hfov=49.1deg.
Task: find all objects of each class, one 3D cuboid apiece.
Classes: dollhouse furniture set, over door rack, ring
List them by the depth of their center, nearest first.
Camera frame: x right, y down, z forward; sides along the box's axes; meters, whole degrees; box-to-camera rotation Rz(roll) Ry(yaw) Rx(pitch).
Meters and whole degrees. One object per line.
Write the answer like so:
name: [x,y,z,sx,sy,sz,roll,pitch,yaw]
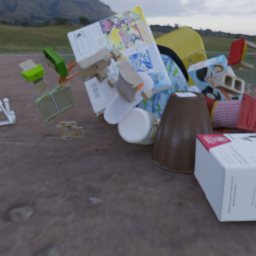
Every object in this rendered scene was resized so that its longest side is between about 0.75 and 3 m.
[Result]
dollhouse furniture set: [-0.416,-0.996,7.234,0.917,1.877,1.601,-32,-13,-18]
dollhouse furniture set: [3.117,-1.252,7.783,1.166,2.866,1.542,16,-7,-25]
dollhouse furniture set: [-2.488,-1.281,8.691,1.237,1.889,0.948,-33,52,-21]
over door rack: [-5.707,-0.655,10.790,1.992,0.898,2.696,-12,23,-33]
ring: [-2.263,-2.847,12.667,2.420,0.232,2.420,-41,3,3]

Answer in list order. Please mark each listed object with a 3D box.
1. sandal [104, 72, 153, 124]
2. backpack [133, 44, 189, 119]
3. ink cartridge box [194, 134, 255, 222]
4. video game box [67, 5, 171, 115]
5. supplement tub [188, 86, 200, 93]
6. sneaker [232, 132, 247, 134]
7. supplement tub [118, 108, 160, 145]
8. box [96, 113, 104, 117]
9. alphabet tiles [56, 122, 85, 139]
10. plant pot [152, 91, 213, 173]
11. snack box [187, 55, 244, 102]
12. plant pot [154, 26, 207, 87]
sandal: [-0.064,-0.834,7.831,1.839,0.705,0.527,-47,7,-17]
backpack: [1.103,-1.175,9.812,2.587,2.110,1.989,-49,50,-7]
ink cartridge box: [2.973,0.898,5.859,2.716,1.125,1.993,-1,17,-1]
video game box: [-0.281,-2.054,8.572,2.417,2.653,0.621,-20,-6,6]
supplement tub: [2.736,-1.430,12.954,1.387,0.915,0.915,-13,23,-33]
sneaker: [4.149,-0.040,9.693,1.360,0.448,0.533,-8,17,-20]
supplement tub: [0.418,-0.015,8.248,0.986,0.986,1.360,11,0,28]
box: [-0.550,-1.288,10.854,1.305,1.714,0.912,-11,66,-25]
alphabet tiles: [-1.620,0.078,7.869,0.697,0.834,0.031,-2,57,0]
plant pot: [1.500,-0.013,7.474,1.708,1.828,1.708,0,18,0]
snack box: [3.192,-1.402,9.836,1.287,2.215,0.411,-10,39,45]
plant pot: [2.768,-3.301,14.578,2.747,2.766,2.829,-25,30,-1]
